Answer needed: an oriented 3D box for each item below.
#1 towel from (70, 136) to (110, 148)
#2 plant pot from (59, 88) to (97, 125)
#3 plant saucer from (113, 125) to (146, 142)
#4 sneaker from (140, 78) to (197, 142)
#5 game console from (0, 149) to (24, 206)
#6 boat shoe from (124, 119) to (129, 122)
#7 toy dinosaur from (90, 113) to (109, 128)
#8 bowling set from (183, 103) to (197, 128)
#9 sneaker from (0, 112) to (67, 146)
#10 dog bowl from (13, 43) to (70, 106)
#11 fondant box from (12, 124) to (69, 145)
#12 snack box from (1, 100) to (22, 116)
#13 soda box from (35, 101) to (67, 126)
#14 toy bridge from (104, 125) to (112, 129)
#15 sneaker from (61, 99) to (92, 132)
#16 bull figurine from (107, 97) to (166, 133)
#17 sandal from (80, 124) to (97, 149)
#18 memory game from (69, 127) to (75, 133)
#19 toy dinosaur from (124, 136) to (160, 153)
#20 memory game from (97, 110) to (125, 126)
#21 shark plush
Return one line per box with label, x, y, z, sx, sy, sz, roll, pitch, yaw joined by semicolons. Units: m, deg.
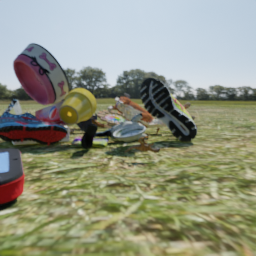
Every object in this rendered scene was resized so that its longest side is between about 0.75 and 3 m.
towel;-1.198;0.436;9.174;1.147;0.182;1.597;1;7;-1
plant pot;-1.704;-0.621;9.123;1.081;1.081;1.017;2;28;17
plant saucer;0.052;0.194;8.115;0.970;0.243;0.970;-11;16;3
sneaker;1.413;-0.647;9.944;1.036;2.651;1.197;-38;-5;19
game console;-3.080;0.824;4.728;2.441;0.428;2.760;-3;7;-22
boat shoe;0.111;-0.289;13.222;0.704;0.610;1.652;19;5;-24
toy dinosaur;-2.296;-0.441;13.410;1.833;1.061;2.020;20;-14;48
bowling set;2.261;-0.211;11.480;0.859;1.113;1.600;-32;-17;-16
sneaker;-2.858;-0.114;8.546;2.078;0.824;0.993;9;41;-36
dog bowl;-3.038;-1.717;9.582;2.168;2.168;0.799;7;42;46
fondant box;-3.056;0.202;9.637;1.795;0.523;1.295;-4;7;-26
snack box;-4.937;-0.498;11.759;0.232;0.726;1.250;12;50;8
soda box;-2.835;-0.444;10.904;2.144;0.750;0.680;-12;-21;42
toy bridge;-0.493;0.019;11.333;1.042;0.142;0.350;10;3;11
sneaker;-2.210;-0.655;12.118;0.696;1.983;0.813;-31;1;-19
bull figurine;0.357;-0.505;11.468;2.476;0.806;1.503;31;18;18
sandal;-1.123;0.294;7.896;0.368;0.978;0.234;11;42;-15
memory game;-3.019;0.120;11.689;1.665;0.106;1.665;-2;11;0
toy dinosaur;0.327;0.451;6.808;0.894;0.475;0.270;5;10;11
memory game;-0.692;-0.547;14.904;1.993;0.127;1.993;11;23;-5
shark plush;-0.211;0.269;9.720;2.130;0.968;0.887;-20;-8;-35
